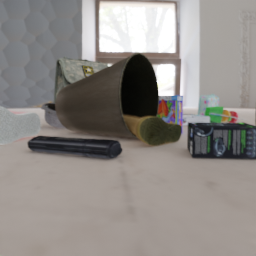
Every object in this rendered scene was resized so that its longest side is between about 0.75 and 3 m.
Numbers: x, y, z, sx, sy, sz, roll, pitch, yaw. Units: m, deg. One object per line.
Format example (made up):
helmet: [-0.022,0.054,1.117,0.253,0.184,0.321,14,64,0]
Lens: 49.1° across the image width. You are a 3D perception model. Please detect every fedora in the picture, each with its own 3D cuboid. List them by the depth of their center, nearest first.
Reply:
fedora: [-2.651,-0.438,10.980,1.650,0.745,1.460,17,15,17]

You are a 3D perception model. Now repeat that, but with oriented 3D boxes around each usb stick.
usb stick: [-1.093,0.368,5.544,2.015,0.329,0.559,3,11,25]

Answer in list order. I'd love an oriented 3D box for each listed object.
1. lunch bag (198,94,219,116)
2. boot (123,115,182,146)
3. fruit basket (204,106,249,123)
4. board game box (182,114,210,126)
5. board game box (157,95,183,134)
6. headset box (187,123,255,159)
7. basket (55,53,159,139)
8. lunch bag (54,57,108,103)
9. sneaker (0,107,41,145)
lunch bag: [4.832,-1.298,16.843,0.702,1.462,1.823,5,9,37]
boot: [0.126,-0.025,7.326,2.024,0.669,1.773,13,-1,41]
fruit basket: [4.521,-0.477,13.011,1.826,0.856,1.691,16,6,0]
board game box: [2.626,-0.404,13.060,1.471,0.403,2.331,-1,6,-7]
board game box: [0.899,-0.456,9.311,1.835,1.234,0.411,3,7,36]
headset box: [1.872,0.223,5.568,1.296,0.601,1.128,1,6,8]
basket: [-0.742,-0.809,8.718,2.829,2.551,1.924,-6,-25,37]
lunch bag: [-2.008,-1.675,12.804,2.453,2.991,1.758,-3,6,-34]
sneaker: [-3.428,-0.077,7.186,1.274,0.918,2.438,2,1,13]
